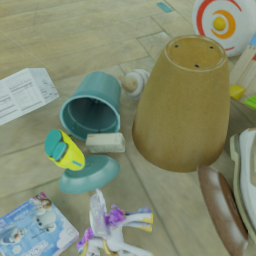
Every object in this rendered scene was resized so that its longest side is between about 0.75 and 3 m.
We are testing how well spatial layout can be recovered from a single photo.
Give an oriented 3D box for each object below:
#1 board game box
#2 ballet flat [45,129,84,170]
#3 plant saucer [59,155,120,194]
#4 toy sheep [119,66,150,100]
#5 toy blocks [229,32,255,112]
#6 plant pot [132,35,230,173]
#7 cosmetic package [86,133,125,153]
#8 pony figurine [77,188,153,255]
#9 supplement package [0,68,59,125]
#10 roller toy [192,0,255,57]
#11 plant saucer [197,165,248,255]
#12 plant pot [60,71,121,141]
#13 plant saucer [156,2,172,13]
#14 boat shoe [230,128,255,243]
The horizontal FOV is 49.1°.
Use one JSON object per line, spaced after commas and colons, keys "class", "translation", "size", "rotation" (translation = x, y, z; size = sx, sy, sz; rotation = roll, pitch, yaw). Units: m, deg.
{"class": "board game box", "translation": [-1.862, 2.076, 5.520], "size": [1.260, 0.275, 1.266], "rotation": [39, 49, 23]}
{"class": "ballet flat", "translation": [-1.418, 0.522, 6.279], "size": [0.656, 0.658, 1.962], "rotation": [-60, 25, -3]}
{"class": "plant saucer", "translation": [-0.897, 0.954, 6.272], "size": [1.429, 0.257, 1.429], "rotation": [-13, 19, 5]}
{"class": "toy sheep", "translation": [0.322, -1.258, 8.105], "size": [1.427, 0.984, 0.984], "rotation": [-7, 42, -48]}
{"class": "toy blocks", "translation": [3.742, -1.269, 6.932], "size": [1.442, 1.972, 2.885], "rotation": [19, 16, -37]}
{"class": "plant pot", "translation": [1.317, -0.675, 6.561], "size": [2.470, 2.650, 2.470], "rotation": [-1, 51, 1]}
{"class": "cosmetic package", "translation": [-0.528, 0.364, 6.706], "size": [0.855, 0.450, 0.304], "rotation": [-2, 60, 13]}
{"class": "pony figurine", "translation": [-0.292, 1.910, 5.378], "size": [1.513, 1.260, 1.460], "rotation": [-1, 86, 1]}
{"class": "supplement package", "translation": [-2.661, -0.851, 7.087], "size": [1.286, 0.915, 1.651], "rotation": [-24, 12, 2]}
{"class": "roller toy", "translation": [3.435, -3.648, 9.116], "size": [1.824, 2.381, 2.611], "rotation": [-37, 53, -26]}
{"class": "plant saucer", "translation": [1.852, 1.505, 5.322], "size": [0.334, 1.826, 1.826], "rotation": [-26, 48, 20]}
{"class": "plant pot", "translation": [-0.826, -0.642, 7.299], "size": [1.483, 1.483, 1.452], "rotation": [6, 42, 5]}
{"class": "plant saucer", "translation": [1.528, -5.111, 11.838], "size": [0.282, 0.077, 0.807], "rotation": [-24, 54, -19]}
{"class": "boat shoe", "translation": [2.869, 1.099, 5.826], "size": [1.073, 0.982, 2.872], "rotation": [31, 43, -28]}
